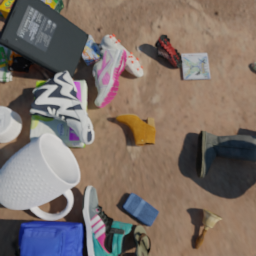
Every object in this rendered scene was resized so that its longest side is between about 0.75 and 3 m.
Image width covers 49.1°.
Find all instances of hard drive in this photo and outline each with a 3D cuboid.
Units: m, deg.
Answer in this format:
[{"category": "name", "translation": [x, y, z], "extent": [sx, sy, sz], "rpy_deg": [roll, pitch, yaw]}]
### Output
[{"category": "hard drive", "translation": [-2.910, -3.230, 10.109], "extent": [0.476, 2.895, 2.020], "rpy_deg": [11, 79, 47]}]

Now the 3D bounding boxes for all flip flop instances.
[{"category": "flip flop", "translation": [0.481, 3.595, 8.663], "extent": [0.625, 1.541, 0.444], "rpy_deg": [40, 104, -10]}]

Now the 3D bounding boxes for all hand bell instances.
[{"category": "hand bell", "translation": [2.507, 3.388, 9.204], "extent": [0.663, 0.663, 1.273], "rpy_deg": [26, 86, 8]}]

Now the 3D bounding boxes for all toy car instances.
[{"category": "toy car", "translation": [-4.856, -2.602, 10.289], "extent": [2.733, 1.341, 0.910], "rpy_deg": [-5, 77, -19]}]

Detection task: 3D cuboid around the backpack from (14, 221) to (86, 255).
[{"category": "backpack", "translation": [-2.432, 4.054, 8.200], "extent": [1.942, 2.005, 2.389], "rpy_deg": [1, 76, 8]}]

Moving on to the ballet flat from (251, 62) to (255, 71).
[{"category": "ballet flat", "translation": [5.486, -2.264, 11.010], "extent": [1.266, 0.405, 0.479], "rpy_deg": [37, 78, 11]}]

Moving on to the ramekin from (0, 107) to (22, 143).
[{"category": "ramekin", "translation": [-4.600, -0.151, 10.158], "extent": [1.288, 0.628, 1.288], "rpy_deg": [-2, 70, 4]}]

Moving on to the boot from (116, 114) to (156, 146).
[{"category": "boot", "translation": [0.262, 0.097, 10.171], "extent": [1.512, 0.532, 1.082], "rpy_deg": [6, 67, -4]}]

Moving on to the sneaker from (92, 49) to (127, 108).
[{"category": "sneaker", "translation": [-0.855, -1.899, 10.492], "extent": [1.020, 0.941, 2.312], "rpy_deg": [19, 91, 13]}]

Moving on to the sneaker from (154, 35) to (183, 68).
[{"category": "sneaker", "translation": [1.578, -2.954, 11.169], "extent": [1.473, 0.720, 0.521], "rpy_deg": [52, 51, -9]}]

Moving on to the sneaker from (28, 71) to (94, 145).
[{"category": "sneaker", "translation": [-2.306, -0.432, 9.242], "extent": [1.751, 1.074, 2.691], "rpy_deg": [-24, 80, -3]}]

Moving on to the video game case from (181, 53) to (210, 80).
[{"category": "video game case", "translation": [2.693, -2.456, 11.213], "extent": [1.058, 0.128, 1.161], "rpy_deg": [-2, 73, -1]}]

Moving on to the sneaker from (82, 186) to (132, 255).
[{"category": "sneaker", "translation": [-0.619, 2.987, 8.858], "extent": [1.446, 1.001, 2.394], "rpy_deg": [-8, 87, 6]}]

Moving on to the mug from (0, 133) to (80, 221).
[{"category": "mug", "translation": [-2.830, 1.825, 8.996], "extent": [2.259, 1.902, 2.577], "rpy_deg": [-33, 97, 11]}]

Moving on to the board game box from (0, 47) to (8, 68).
[{"category": "board game box", "translation": [-5.505, -2.520, 10.800], "extent": [1.680, 0.252, 0.802], "rpy_deg": [-22, 73, -3]}]

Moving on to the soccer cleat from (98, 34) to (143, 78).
[{"category": "soccer cleat", "translation": [-0.265, -2.732, 11.073], "extent": [2.128, 0.825, 0.737], "rpy_deg": [47, 35, 0]}]

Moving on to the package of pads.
[{"category": "package of pads", "translation": [-2.516, -0.508, 10.216], "extent": [1.907, 0.842, 2.468], "rpy_deg": [-1, 72, 0]}]

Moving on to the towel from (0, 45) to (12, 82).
[{"category": "towel", "translation": [-5.886, -2.797, 11.247], "extent": [2.739, 0.420, 2.043], "rpy_deg": [3, 70, 3]}]

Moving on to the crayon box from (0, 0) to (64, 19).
[{"category": "crayon box", "translation": [-4.209, -5.132, 11.794], "extent": [2.504, 0.646, 1.574], "rpy_deg": [21, 73, 7]}]

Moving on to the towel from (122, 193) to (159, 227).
[{"category": "towel", "translation": [0.420, 2.764, 9.472], "extent": [1.163, 0.282, 0.649], "rpy_deg": [34, 77, 11]}]

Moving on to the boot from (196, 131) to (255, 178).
[{"category": "boot", "translation": [3.510, 1.000, 9.884], "extent": [2.062, 0.748, 1.875], "rpy_deg": [12, 75, -3]}]

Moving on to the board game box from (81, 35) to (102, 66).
[{"category": "board game box", "translation": [-1.596, -3.156, 11.401], "extent": [0.772, 0.197, 1.141], "rpy_deg": [-30, 75, -9]}]
